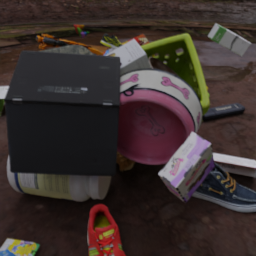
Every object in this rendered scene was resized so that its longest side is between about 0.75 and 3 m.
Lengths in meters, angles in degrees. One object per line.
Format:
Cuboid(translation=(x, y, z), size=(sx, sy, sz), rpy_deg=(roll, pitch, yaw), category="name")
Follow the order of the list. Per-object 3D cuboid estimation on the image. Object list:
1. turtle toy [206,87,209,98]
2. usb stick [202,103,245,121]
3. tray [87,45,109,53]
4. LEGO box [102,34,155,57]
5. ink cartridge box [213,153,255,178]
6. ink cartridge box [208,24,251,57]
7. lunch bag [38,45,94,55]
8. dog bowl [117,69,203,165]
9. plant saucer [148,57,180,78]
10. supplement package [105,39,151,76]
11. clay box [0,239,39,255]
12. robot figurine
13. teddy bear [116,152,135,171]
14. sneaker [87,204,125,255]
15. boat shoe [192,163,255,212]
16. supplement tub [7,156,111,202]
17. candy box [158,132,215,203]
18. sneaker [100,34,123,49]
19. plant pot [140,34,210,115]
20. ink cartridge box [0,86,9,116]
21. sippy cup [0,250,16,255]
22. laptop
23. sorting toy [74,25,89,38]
Cuboid(translation=(3.834, -1.794, 15.800), size=(1.914, 0.967, 1.395), rpy_deg=(-19, 10, -35), category="turtle toy")
Cuboid(translation=(4.849, -0.848, 14.642), size=(2.741, 0.447, 0.760), rpy_deg=(-11, 30, -19), category="usb stick")
Cuboid(translation=(-1.265, -3.357, 12.790), size=(0.941, 0.353, 1.907), rpy_deg=(6, 2, 2), category="tray")
Cuboid(translation=(0.276, -2.205, 11.929), size=(2.032, 2.728, 1.053), rpy_deg=(-23, 43, 3), category="LEGO box")
Cuboid(translation=(3.424, 1.302, 9.919), size=(2.188, 0.489, 1.928), rpy_deg=(9, 6, 17), category="ink cartridge box")
Cuboid(translation=(3.836, -3.358, 10.683), size=(1.369, 0.577, 1.000), rpy_deg=(27, 26, -5), category="ink cartridge box")
Cuboid(translation=(-2.094, -1.333, 9.089), size=(2.462, 2.065, 1.715), rpy_deg=(1, -13, 28), category="lunch bag")
Cuboid(translation=(0.569, -0.129, 7.703), size=(2.843, 2.843, 1.048), rpy_deg=(7, 41, 12), category="dog bowl")
Cuboid(translation=(1.390, -1.458, 9.251), size=(2.160, 0.346, 2.160), rpy_deg=(33, 28, -21), category="plant saucer")
Cuboid(translation=(-0.227, -1.678, 8.263), size=(1.628, 0.892, 0.926), rpy_deg=(-30, 50, 1), category="supplement package")
Cuboid(translation=(-2.864, 3.256, 7.341), size=(0.965, 0.230, 0.555), rpy_deg=(6, 29, 10), category="clay box")
Cuboid(translation=(-2.292, -2.977, 10.697), size=(2.430, 0.707, 1.762), rpy_deg=(7, 13, -29), category="robot figurine")
Cuboid(translation=(-0.406, 0.594, 11.037), size=(2.090, 0.962, 2.883), rpy_deg=(-39, 40, 6), category="teddy bear")
Cuboid(translation=(-0.564, 2.992, 6.841), size=(1.058, 1.167, 2.747), rpy_deg=(-9, 30, -17), category="sneaker")
Cuboid(translation=(3.103, 1.842, 8.975), size=(2.517, 1.142, 0.890), rpy_deg=(10, 30, 18), category="boat shoe")
Cuboid(translation=(-2.097, 1.229, 9.097), size=(2.893, 2.097, 2.097), rpy_deg=(6, 29, 10), category="supplement tub")
Cuboid(translation=(1.546, 1.066, 7.151), size=(0.577, 1.613, 1.353), rpy_deg=(36, 80, 31), category="candy box")
Cuboid(translation=(-0.430, -2.837, 9.314), size=(0.960, 0.406, 0.357), rpy_deg=(10, 23, -26), category="sneaker")
Cuboid(translation=(1.256, -1.240, 10.031), size=(2.721, 2.481, 2.735), rpy_deg=(-14, 71, 11), category="plant pot")
Cuboid(translation=(-6.893, -1.440, 15.121), size=(2.762, 1.046, 2.041), rpy_deg=(-6, 29, -14), category="ink cartridge box")
Cuboid(translation=(-3.012, 3.410, 6.168), size=(1.290, 1.642, 1.203), rpy_deg=(-36, -5, 34), category="sippy cup")
Cuboid(translation=(-1.583, -0.421, 7.305), size=(2.654, 1.642, 2.834), rpy_deg=(3, 53, -5), category="laptop")
Cuboid(translation=(-2.090, -4.476, 12.835), size=(0.455, 0.458, 1.322), rpy_deg=(-27, 41, -10), category="sorting toy")
